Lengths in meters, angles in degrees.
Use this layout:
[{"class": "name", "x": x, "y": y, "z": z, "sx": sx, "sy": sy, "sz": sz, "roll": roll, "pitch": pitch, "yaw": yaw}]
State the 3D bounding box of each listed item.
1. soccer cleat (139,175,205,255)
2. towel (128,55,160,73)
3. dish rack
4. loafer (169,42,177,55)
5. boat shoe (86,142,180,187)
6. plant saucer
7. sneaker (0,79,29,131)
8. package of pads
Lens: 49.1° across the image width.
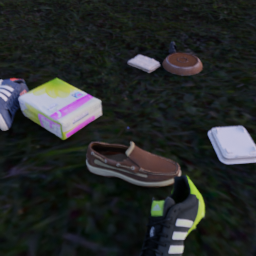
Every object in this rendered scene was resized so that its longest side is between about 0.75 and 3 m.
[{"class": "soccer cleat", "x": 0.658, "y": 2.104, "z": 5.461, "sx": 0.964, "sy": 1.157, "sz": 2.855, "roll": -13, "pitch": 23, "yaw": 41}, {"class": "towel", "x": 0.668, "y": -2.730, "z": 11.866, "sx": 1.226, "sy": 0.211, "sz": 0.813, "roll": 27, "pitch": 47, "yaw": 28}, {"class": "dish rack", "x": 3.104, "y": 0.421, "z": 8.193, "sx": 1.208, "sy": 0.306, "sz": 1.407, "roll": -3, "pitch": 42, "yaw": -4}, {"class": "loafer", "x": 2.082, "y": -3.654, "z": 12.786, "sx": 0.342, "sy": 0.331, "sz": 0.974, "roll": -16, "pitch": 38, "yaw": 29}, {"class": "boat shoe", "x": 0.104, "y": 0.854, "z": 7.152, "sx": 2.493, "sy": 0.922, "sz": 0.921, "roll": 5, "pitch": 37, "yaw": 7}, {"class": "plant saucer", "x": 2.310, "y": -2.772, "z": 11.867, "sx": 1.682, "sy": 0.290, "sz": 1.682, "roll": 1, "pitch": 41, "yaw": -1}, {"class": "sneaker", "x": -3.796, "y": -0.921, "z": 9.220, "sx": 1.074, "sy": 0.953, "sz": 2.542, "roll": -15, "pitch": 43, "yaw": -10}, {"class": "package of pads", "x": -2.239, "y": -0.662, "z": 9.082, "sx": 2.225, "sy": 0.759, "sz": 1.719, "roll": 28, "pitch": 47, "yaw": 30}]
